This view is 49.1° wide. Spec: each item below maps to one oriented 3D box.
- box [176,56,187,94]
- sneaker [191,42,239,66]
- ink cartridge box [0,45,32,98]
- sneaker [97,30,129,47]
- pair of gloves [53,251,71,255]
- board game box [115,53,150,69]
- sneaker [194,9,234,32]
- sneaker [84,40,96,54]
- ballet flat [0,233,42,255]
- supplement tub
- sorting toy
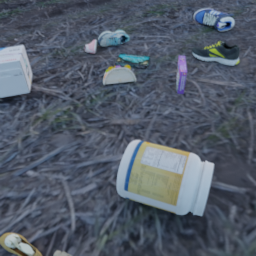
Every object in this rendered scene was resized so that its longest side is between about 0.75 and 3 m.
[{"bbox_3d":[2.442,-2.459,12.885,0.317,1.110,1.622,4,40,5],"label":"box"},{"bbox_3d":[4.701,-4.149,14.962,2.570,1.088,0.957,16,41,19],"label":"sneaker"},{"bbox_3d":[-5.264,-2.528,12.435,1.531,1.524,2.087,-11,35,-8],"label":"ink cartridge box"},{"bbox_3d":[-0.828,-5.252,16.550,2.110,0.819,0.911,-28,50,-29],"label":"sneaker"},{"bbox_3d":[-1.381,3.547,6.231,1.551,0.272,1.319,17,39,16],"label":"pair of gloves"},{"bbox_3d":[0.260,-3.572,14.929,1.704,0.240,1.152,8,40,9],"label":"board game box"},{"bbox_3d":[5.735,-7.149,18.632,2.614,1.053,1.914,9,36,3],"label":"sneaker"},{"bbox_3d":[-2.167,-4.713,16.120,0.670,0.483,1.282,4,43,-3],"label":"sneaker"},{"bbox_3d":[-2.665,2.887,6.903,1.349,0.425,0.463,19,43,22],"label":"ballet flat"},{"bbox_3d":[1.023,1.382,7.737,2.330,1.686,1.686,14,41,15],"label":"supplement tub"},{"bbox_3d":[-0.536,-2.671,13.592,1.564,0.836,1.408,-8,21,-10],"label":"sorting toy"}]
